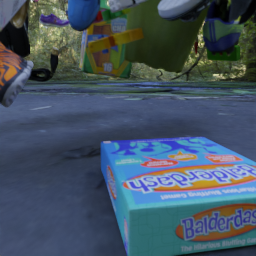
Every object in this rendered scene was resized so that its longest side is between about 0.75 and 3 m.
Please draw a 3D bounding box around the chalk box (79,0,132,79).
[{"bbox_3d":[-0.747,-3.504,10.515,1.808,2.906,1.799,4,17,-16],"label":"chalk box"}]

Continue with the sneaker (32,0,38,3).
[{"bbox_3d":[-3.668,-5.028,10.653,0.308,0.835,0.365,-18,-20,-40],"label":"sneaker"}]

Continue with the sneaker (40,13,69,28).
[{"bbox_3d":[-2.454,-3.622,9.425,0.980,0.409,0.395,-2,32,-23],"label":"sneaker"}]

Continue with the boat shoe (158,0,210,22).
[{"bbox_3d":[1.304,-2.519,5.798,0.673,0.662,1.867,22,49,36],"label":"boat shoe"}]

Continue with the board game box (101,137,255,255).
[{"bbox_3d":[0.658,0.648,3.648,1.822,0.539,2.396,-2,12,-11],"label":"board game box"}]

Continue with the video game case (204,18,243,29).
[{"bbox_3d":[3.268,-3.868,9.849,0.288,1.148,1.266,-39,26,-23],"label":"video game case"}]

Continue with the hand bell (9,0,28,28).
[{"bbox_3d":[-3.402,-3.007,6.387,1.923,1.001,1.001,13,11,-2],"label":"hand bell"}]

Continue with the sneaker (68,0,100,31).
[{"bbox_3d":[-0.853,-3.251,6.025,0.739,2.241,0.879,23,12,1],"label":"sneaker"}]

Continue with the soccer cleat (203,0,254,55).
[{"bbox_3d":[2.387,-2.789,6.505,0.834,1.079,2.579,5,52,35],"label":"soccer cleat"}]

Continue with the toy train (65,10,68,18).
[{"bbox_3d":[-2.163,-4.678,10.766,0.230,1.004,0.171,30,-17,-28],"label":"toy train"}]

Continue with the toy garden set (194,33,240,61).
[{"bbox_3d":[2.596,-3.435,8.818,0.495,2.482,2.069,-27,28,-28],"label":"toy garden set"}]

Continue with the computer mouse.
[{"bbox_3d":[-2.886,-2.423,7.817,1.821,2.594,0.597,6,28,-7],"label":"computer mouse"}]

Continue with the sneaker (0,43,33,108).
[{"bbox_3d":[-2.043,-0.904,4.279,0.941,0.652,1.680,32,10,-25],"label":"sneaker"}]

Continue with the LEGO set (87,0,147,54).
[{"bbox_3d":[-0.585,-2.336,6.721,1.165,1.083,2.839,-25,19,-21],"label":"LEGO set"}]

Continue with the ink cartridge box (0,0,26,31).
[{"bbox_3d":[-2.615,-2.037,4.467,0.991,2.944,1.724,32,-24,-16],"label":"ink cartridge box"}]

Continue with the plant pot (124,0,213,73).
[{"bbox_3d":[0.952,-2.942,7.622,2.734,2.596,2.734,14,15,-4],"label":"plant pot"}]

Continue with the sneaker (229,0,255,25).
[{"bbox_3d":[2.258,-3.127,5.387,0.594,1.979,1.032,-1,-14,-35],"label":"sneaker"}]
